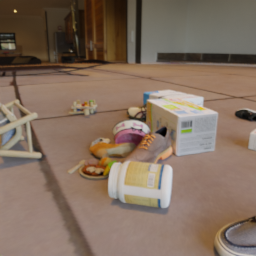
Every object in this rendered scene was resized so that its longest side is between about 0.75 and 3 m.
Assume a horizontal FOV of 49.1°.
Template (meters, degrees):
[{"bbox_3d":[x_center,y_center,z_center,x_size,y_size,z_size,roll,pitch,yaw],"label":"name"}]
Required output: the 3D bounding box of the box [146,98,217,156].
[{"bbox_3d":[1.836,-0.169,10.367,1.525,1.374,2.712,-6,19,-19],"label":"box"}]

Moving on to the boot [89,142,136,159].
[{"bbox_3d":[-0.530,0.648,9.302,1.364,0.480,0.977,-15,23,-27],"label":"boot"}]

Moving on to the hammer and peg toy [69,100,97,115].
[{"bbox_3d":[-2.316,-1.079,14.368,1.232,0.590,1.675,1,13,3],"label":"hammer and peg toy"}]

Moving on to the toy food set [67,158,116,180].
[{"bbox_3d":[-0.889,1.124,8.049,1.566,0.314,1.081,8,19,23],"label":"toy food set"}]

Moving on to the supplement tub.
[{"bbox_3d":[0.299,1.278,6.463,1.342,0.971,0.971,5,18,13],"label":"supplement tub"}]

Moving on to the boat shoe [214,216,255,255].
[{"bbox_3d":[2.578,1.664,4.981,2.148,0.996,0.802,-6,33,-20],"label":"boat shoe"}]

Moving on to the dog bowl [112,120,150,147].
[{"bbox_3d":[0.098,0.302,9.340,1.273,1.273,0.469,0,51,1],"label":"dog bowl"}]

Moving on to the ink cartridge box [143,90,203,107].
[{"bbox_3d":[2.187,-1.164,14.051,1.830,1.056,2.522,-8,18,-30],"label":"ink cartridge box"}]

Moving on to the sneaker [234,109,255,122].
[{"bbox_3d":[5.717,-0.573,13.217,1.336,0.506,0.585,9,25,26],"label":"sneaker"}]

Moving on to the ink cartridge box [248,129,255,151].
[{"bbox_3d":[5.046,0.461,9.566,1.471,0.618,1.065,16,27,41],"label":"ink cartridge box"}]

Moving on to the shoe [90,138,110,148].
[{"bbox_3d":[-0.978,0.524,10.074,0.330,0.252,0.943,12,21,34],"label":"shoe"}]

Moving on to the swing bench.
[{"bbox_3d":[-4.370,0.183,8.923,2.432,1.578,2.419,-12,20,-32],"label":"swing bench"}]

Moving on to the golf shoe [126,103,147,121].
[{"bbox_3d":[0.954,-0.831,13.146,2.355,1.037,0.909,12,22,36],"label":"golf shoe"}]

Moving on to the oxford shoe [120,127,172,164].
[{"bbox_3d":[0.501,0.642,8.355,0.923,0.944,2.589,10,22,30],"label":"oxford shoe"}]
